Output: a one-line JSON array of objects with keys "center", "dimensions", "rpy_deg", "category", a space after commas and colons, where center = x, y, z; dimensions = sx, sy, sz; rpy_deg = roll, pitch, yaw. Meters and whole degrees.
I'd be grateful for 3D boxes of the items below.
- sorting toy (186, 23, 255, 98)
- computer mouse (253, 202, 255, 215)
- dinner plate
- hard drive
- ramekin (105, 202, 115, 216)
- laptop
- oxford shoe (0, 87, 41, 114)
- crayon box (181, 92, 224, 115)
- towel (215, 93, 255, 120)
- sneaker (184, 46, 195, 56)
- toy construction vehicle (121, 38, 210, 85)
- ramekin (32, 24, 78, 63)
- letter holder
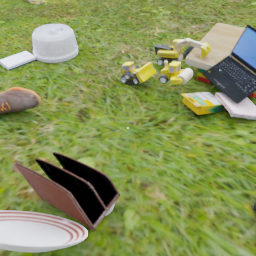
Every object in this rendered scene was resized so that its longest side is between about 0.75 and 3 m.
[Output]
[{"center": [4.046, -2.535, 10.411], "dimensions": [2.856, 0.994, 2.838], "rpy_deg": [25, 55, 26], "category": "sorting toy"}, {"center": [3.885, 2.129, 5.638], "dimensions": [2.295, 0.605, 1.589], "rpy_deg": [5, 41, 5], "category": "computer mouse"}, {"center": [-1.764, 1.788, 4.856], "dimensions": [2.120, 2.120, 0.257], "rpy_deg": [9, 82, 10], "category": "dinner plate"}, {"center": [-4.564, -2.805, 11.577], "dimensions": [1.233, 0.156, 0.814], "rpy_deg": [-33, 51, -32], "category": "hard drive"}, {"center": [-0.655, 1.663, 6.352], "dimensions": [0.770, 0.359, 0.770], "rpy_deg": [0, 41, 0], "category": "ramekin"}, {"center": [3.532, -1.967, 8.650], "dimensions": [1.841, 0.951, 1.632], "rpy_deg": [-34, 58, -5], "category": "laptop"}, {"center": [-3.828, -0.692, 8.695], "dimensions": [2.288, 0.816, 0.834], "rpy_deg": [-4, 38, 13], "category": "oxford shoe"}, {"center": [2.336, -0.795, 8.945], "dimensions": [1.274, 0.329, 0.801], "rpy_deg": [-7, 39, -32], "category": "crayon box"}, {"center": [3.544, -0.690, 8.929], "dimensions": [1.254, 0.202, 1.197], "rpy_deg": [6, 38, -20], "category": "towel"}, {"center": [2.918, -3.313, 12.066], "dimensions": [1.024, 0.307, 0.534], "rpy_deg": [-1, 41, 6], "category": "sneaker"}, {"center": [1.258, -2.387, 9.942], "dimensions": [2.620, 0.923, 2.281], "rpy_deg": [16, 44, 42], "category": "toy construction vehicle"}, {"center": [-3.135, -3.660, 11.907], "dimensions": [1.921, 1.008, 1.921], "rpy_deg": [0, 41, 0], "category": "ramekin"}, {"center": [-1.302, 1.075, 5.863], "dimensions": [1.827, 1.299, 0.919], "rpy_deg": [15, 52, 37], "category": "letter holder"}]
